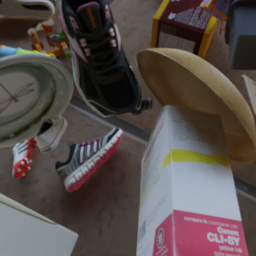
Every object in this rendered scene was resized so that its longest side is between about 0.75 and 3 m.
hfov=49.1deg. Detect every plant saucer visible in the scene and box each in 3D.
[{"bbox_3d":[-2.103,-0.537,5.094,2.244,2.244,0.563,-33,67,-17],"label":"plant saucer"},{"bbox_3d":[1.308,-0.495,5.233,0.503,2.838,2.838,-44,68,-5],"label":"plant saucer"}]

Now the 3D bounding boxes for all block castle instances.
[{"bbox_3d":[-2.156,-2.940,9.790,2.330,1.093,1.557,-25,66,-12],"label":"block castle"}]

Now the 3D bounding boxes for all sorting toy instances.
[{"bbox_3d":[3.228,-0.235,6.013,1.956,0.262,1.457,28,39,-20],"label":"sorting toy"}]

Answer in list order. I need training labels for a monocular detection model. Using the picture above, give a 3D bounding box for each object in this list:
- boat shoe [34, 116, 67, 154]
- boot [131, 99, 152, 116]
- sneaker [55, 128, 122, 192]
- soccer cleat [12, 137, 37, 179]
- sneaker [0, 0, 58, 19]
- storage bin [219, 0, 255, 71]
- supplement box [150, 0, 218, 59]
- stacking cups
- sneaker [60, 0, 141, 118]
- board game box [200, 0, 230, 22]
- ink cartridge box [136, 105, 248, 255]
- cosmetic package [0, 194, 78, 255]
[{"bbox_3d":[-1.440,0.015,5.124,0.417,0.381,1.158,-20,26,14],"label":"boat shoe"},{"bbox_3d":[0.060,-0.503,6.500,0.708,0.937,0.338,0,83,-25],"label":"boot"},{"bbox_3d":[-1.122,0.669,7.817,0.986,0.832,2.254,41,72,14],"label":"sneaker"},{"bbox_3d":[-3.067,0.802,7.994,0.596,0.480,1.400,0,58,14],"label":"soccer cleat"},{"bbox_3d":[-4.240,-5.271,11.242,2.864,1.046,1.602,9,57,-4],"label":"sneaker"},{"bbox_3d":[3.077,-2.396,7.377,1.297,1.782,1.197,4,67,14],"label":"storage bin"},{"bbox_3d":[2.087,-3.727,10.084,1.989,1.321,1.962,21,62,12],"label":"supplement box"},{"bbox_3d":[-2.942,-1.770,7.103,2.163,0.654,0.654,14,61,9],"label":"stacking cups"},{"bbox_3d":[-0.654,-1.580,5.110,1.181,1.270,2.941,-25,79,-9],"label":"sneaker"},{"bbox_3d":[2.863,-3.842,8.536,0.840,0.839,0.839,27,19,-15],"label":"board game box"},{"bbox_3d":[0.848,1.122,4.554,1.026,1.786,2.461,10,50,-7],"label":"ink cartridge box"},{"bbox_3d":[-2.215,1.445,3.945,2.616,1.354,0.956,35,51,-18],"label":"cosmetic package"}]
